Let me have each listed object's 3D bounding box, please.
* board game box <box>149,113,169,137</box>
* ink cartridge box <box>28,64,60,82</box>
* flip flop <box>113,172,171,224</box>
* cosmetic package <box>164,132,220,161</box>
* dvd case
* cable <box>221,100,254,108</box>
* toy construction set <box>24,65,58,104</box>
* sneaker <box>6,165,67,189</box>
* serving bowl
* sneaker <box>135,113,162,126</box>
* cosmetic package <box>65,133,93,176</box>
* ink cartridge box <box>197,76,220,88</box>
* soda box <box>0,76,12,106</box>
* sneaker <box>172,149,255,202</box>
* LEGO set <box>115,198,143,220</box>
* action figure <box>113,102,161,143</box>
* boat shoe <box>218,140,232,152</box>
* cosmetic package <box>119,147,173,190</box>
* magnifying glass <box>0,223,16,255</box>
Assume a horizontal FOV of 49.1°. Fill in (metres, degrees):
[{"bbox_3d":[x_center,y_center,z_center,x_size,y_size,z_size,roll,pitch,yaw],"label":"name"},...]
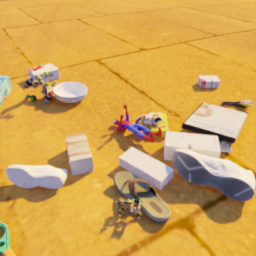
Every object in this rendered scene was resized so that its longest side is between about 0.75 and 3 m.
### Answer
[{"bbox_3d":[1.218,-0.137,11.224,0.676,0.317,1.330,0,35,0],"label":"board game box"},{"bbox_3d":[-4.494,-2.890,14.948,1.344,0.561,0.976,-24,41,-30],"label":"ink cartridge box"},{"bbox_3d":[0.392,1.868,8.097,0.864,0.613,2.130,-23,41,-29],"label":"flip flop"},{"bbox_3d":[2.186,0.696,9.735,1.831,0.678,0.931,4,35,7],"label":"cosmetic package"},{"bbox_3d":[3.499,-0.297,11.154,1.973,0.243,2.766,18,30,23],"label":"dvd case"},{"bbox_3d":[4.943,-1.175,12.689,1.359,0.342,0.660,10,36,15],"label":"cable"},{"bbox_3d":[-3.907,-2.108,13.020,1.418,1.700,1.306,17,33,9],"label":"toy construction set"},{"bbox_3d":[-2.836,1.442,8.808,1.845,0.694,0.816,9,24,2],"label":"sneaker"},{"bbox_3d":[-2.686,-1.582,13.083,1.575,0.518,1.575,3,33,-2],"label":"serving bowl"},{"bbox_3d":[0.802,-0.289,10.870,1.059,0.397,0.477,-18,24,-7],"label":"sneaker"},{"bbox_3d":[-1.686,0.848,9.541,0.749,0.633,1.450,-11,36,-15],"label":"cosmetic package"},{"bbox_3d":[4.121,-2.355,14.327,0.947,0.396,0.683,-1,35,-2],"label":"ink cartridge box"},{"bbox_3d":[-6.120,-1.614,12.953,0.711,0.752,2.216,-1,35,-1],"label":"soda box"},{"bbox_3d":[2.626,1.345,8.746,2.627,0.924,1.053,24,32,22],"label":"sneaker"},{"bbox_3d":[0.026,2.241,7.584,0.792,0.609,0.459,13,20,6],"label":"LEGO set"},{"bbox_3d":[0.159,-0.255,10.551,0.741,1.125,2.272,-29,29,-36],"label":"action figure"},{"bbox_3d":[3.269,0.520,10.230,0.422,0.367,1.144,-23,39,-29],"label":"boat shoe"},{"bbox_3d":[0.555,1.292,9.077,1.710,0.433,0.706,27,43,33],"label":"cosmetic package"},{"bbox_3d":[-3.098,2.952,6.932,1.737,0.195,0.691,30,44,34],"label":"magnifying glass"}]
